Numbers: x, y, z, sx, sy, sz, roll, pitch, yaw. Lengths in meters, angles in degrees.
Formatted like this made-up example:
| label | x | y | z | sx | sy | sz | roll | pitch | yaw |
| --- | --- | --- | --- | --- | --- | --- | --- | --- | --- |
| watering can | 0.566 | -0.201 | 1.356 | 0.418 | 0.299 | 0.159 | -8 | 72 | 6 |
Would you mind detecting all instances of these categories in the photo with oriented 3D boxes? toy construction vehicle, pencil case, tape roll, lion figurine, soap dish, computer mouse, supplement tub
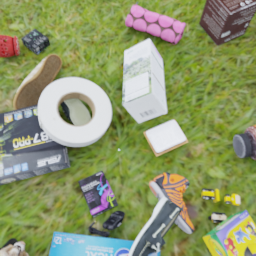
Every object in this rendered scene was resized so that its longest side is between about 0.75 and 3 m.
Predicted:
| label | x | y | z | sx | sy | sz | roll | pitch | yaw |
| --- | --- | --- | --- | --- | --- | --- | --- | --- | --- |
| toy construction vehicle | 2.601 | 2.231 | 7.884 | 1.082 | 0.381 | 0.942 | 4 | 58 | -1 |
| pencil case | 1.049 | -3.876 | 10.518 | 2.191 | 1.026 | 0.994 | 26 | 99 | 10 |
| tape roll | -1.607 | -0.498 | 8.512 | 2.222 | 0.406 | 2.222 | 6 | 67 | -15 |
| lion figurine | -2.300 | 4.072 | 6.576 | 0.996 | 1.683 | 2.748 | -38 | 86 | -2 |
| soap dish | 1.156 | 0.334 | 8.719 | 1.122 | 0.456 | 0.883 | -23 | 65 | -11 |
| computer mouse | -0.583 | 2.624 | 7.618 | 0.751 | 0.246 | 1.069 | 0 | 19 | 29 |
| supplement tub | 4.229 | 0.374 | 8.352 | 2.000 | 1.070 | 1.070 | -9 | 65 | -5 |

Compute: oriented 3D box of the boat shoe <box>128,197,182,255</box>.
| label | x | y | z | sx | sy | sz | roll | pitch | yaw |
| --- | --- | --- | --- | --- | --- | --- | --- | --- | --- |
| boat shoe | 0.623 | 2.521 | 6.546 | 0.590 | 0.739 | 1.955 | 25 | 60 | 21 |

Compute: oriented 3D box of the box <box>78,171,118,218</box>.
| label | x | y | z | sx | sy | sz | roll | pitch | yaw |
| --- | --- | --- | --- | --- | --- | --- | --- | --- | --- |
| box | -0.879 | 1.889 | 8.095 | 0.797 | 0.201 | 1.115 | -24 | 69 | -11 |

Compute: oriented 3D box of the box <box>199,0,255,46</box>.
| label | x | y | z | sx | sy | sz | roll | pitch | yaw |
| --- | --- | --- | --- | --- | --- | --- | --- | --- | --- |
| box | 3.655 | -4.200 | 10.271 | 1.328 | 1.601 | 1.315 | -26 | 67 | -11 |

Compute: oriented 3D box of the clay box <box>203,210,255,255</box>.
| label | x | y | z | sx | sy | sz | roll | pitch | yaw |
| --- | --- | --- | --- | --- | --- | --- | --- | --- | --- |
| clay box | 3.004 | 3.436 | 6.765 | 1.402 | 0.581 | 2.439 | -17 | 70 | -37 |

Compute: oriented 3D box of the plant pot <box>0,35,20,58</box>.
| label | x | y | z | sx | sy | sz | roll | pitch | yaw |
| --- | --- | --- | --- | --- | --- | --- | --- | --- | --- |
| plant pot | -4.338 | -2.949 | 10.144 | 0.718 | 0.788 | 0.788 | -4 | 64 | -15 |

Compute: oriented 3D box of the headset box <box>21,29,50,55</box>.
| label | x | y | z | sx | sy | sz | roll | pitch | yaw |
| --- | --- | --- | --- | --- | --- | --- | --- | --- | --- |
| headset box | -3.470 | -3.231 | 10.471 | 0.798 | 0.370 | 0.695 | 36 | 68 | 12 |

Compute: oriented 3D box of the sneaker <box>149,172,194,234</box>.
| label | x | y | z | sx | sy | sz | roll | pitch | yaw |
| --- | --- | --- | --- | --- | --- | --- | --- | --- | --- |
| sneaker | 1.457 | 1.972 | 7.816 | 0.990 | 0.685 | 1.767 | -31 | 70 | -14 |

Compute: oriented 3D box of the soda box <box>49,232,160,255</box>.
| label | x | y | z | sx | sy | sz | roll | pitch | yaw |
| --- | --- | --- | --- | --- | --- | --- | --- | --- | --- |
| soda box | -0.569 | 3.253 | 7.066 | 2.669 | 0.905 | 0.856 | 6 | 64 | 3 |

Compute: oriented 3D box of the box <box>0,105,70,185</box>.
| label | x | y | z | sx | sy | sz | roll | pitch | yaw |
| --- | --- | --- | --- | --- | --- | --- | --- | --- | --- |
| box | -3.305 | 0.487 | 8.545 | 2.668 | 0.655 | 2.151 | -14 | 68 | -6 |

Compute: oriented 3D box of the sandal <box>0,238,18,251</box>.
| label | x | y | z | sx | sy | sz | roll | pitch | yaw |
| --- | --- | --- | --- | --- | --- | --- | --- | --- | --- |
| sandal | -3.384 | 3.371 | 7.386 | 0.391 | 0.235 | 1.042 | 35 | 69 | 15 |

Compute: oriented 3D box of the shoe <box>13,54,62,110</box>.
| label | x | y | z | sx | sy | sz | roll | pitch | yaw |
| --- | --- | --- | --- | --- | --- | --- | --- | --- | --- |
| shoe | -3.081 | -1.481 | 9.565 | 0.835 | 0.637 | 2.388 | 41 | 68 | -27 |

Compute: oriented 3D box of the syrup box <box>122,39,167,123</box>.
| label | x | y | z | sx | sy | sz | roll | pitch | yaw |
| --- | --- | --- | --- | --- | --- | --- | --- | --- | --- |
| syrup box | 0.509 | -1.527 | 8.860 | 1.003 | 1.037 | 2.547 | -20 | 46 | 24 |

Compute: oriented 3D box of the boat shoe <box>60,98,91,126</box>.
| label | x | y | z | sx | sy | sz | roll | pitch | yaw |
| --- | --- | --- | --- | --- | --- | --- | --- | --- | --- |
| boat shoe | -1.766 | -0.523 | 9.056 | 0.644 | 0.571 | 1.723 | -32 | 82 | -30 |
